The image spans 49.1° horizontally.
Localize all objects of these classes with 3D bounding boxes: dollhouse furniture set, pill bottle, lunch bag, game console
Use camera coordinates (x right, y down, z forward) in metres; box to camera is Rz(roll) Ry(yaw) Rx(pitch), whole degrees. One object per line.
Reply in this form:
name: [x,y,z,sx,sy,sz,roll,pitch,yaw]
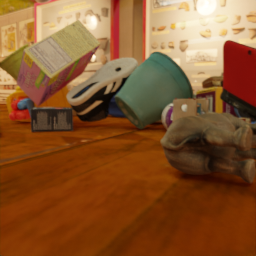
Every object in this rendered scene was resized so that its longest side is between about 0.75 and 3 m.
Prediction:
dollhouse furniture set: [1.846,-0.139,6.149,1.461,1.024,1.030,4,7,30]
pill bottle: [1.473,-0.250,7.765,0.880,0.880,1.566,-1,7,-10]
lunch bag: [-0.272,-1.371,14.352,2.421,1.645,1.602,8,11,40]
game console: [3.114,-0.721,5.818,1.975,1.360,2.291,7,25,-26]

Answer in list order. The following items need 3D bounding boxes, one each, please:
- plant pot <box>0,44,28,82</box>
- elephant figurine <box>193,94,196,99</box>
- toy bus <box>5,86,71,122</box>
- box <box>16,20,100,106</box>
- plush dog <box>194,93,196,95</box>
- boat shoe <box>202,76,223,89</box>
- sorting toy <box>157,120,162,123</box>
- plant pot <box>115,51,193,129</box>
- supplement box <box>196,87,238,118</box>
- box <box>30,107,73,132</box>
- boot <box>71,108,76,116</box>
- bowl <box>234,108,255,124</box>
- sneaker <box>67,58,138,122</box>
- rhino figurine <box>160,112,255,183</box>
plant pot: [-4.067,-2.296,10.936,1.460,1.342,1.460,-31,20,13]
elephant figurine: [3.107,-0.913,12.654,1.977,1.399,1.534,14,27,-31]
toy bus: [-4.180,-0.986,11.893,2.661,1.806,2.555,1,22,29]
box: [-2.467,-2.243,9.829,2.430,1.175,2.137,-45,4,-34]
plush dog: [3.392,-1.399,16.139,2.529,2.029,2.173,35,8,26]
boat shoe: [3.128,-1.567,9.766,1.086,0.411,0.401,-13,44,15]
sorting toy: [1.224,-0.394,11.691,1.619,0.291,2.173,-2,7,-18]
plant pot: [0.689,-1.070,9.128,1.932,2.056,2.056,-40,16,-11]
supplement box: [3.773,-0.680,9.468,2.535,1.308,1.659,-1,3,-7]
box: [-2.436,-0.297,9.006,1.237,0.707,1.358,-2,7,-15]
boot: [-3.010,-1.097,14.854,2.096,0.981,2.696,-3,6,-24]
bowl: [3.712,-0.702,8.218,1.312,1.312,0.258,-1,5,-10]
sneaker: [-0.733,-1.239,9.837,2.714,1.518,0.991,-33,49,-12]
rhino figurine: [1.508,0.170,4.376,1.223,0.836,2.798,4,6,34]
